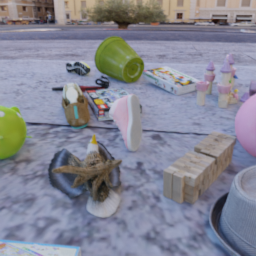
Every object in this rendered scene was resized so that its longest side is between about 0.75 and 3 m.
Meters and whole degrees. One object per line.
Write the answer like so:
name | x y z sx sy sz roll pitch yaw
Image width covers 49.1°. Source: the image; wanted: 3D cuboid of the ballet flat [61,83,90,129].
ballet flat | -1.875 -0.937 9.585 0.962 1.026 2.837 -13 25 -8

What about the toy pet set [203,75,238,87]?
toy pet set | 4.507 -2.443 13.465 1.327 0.705 1.239 -9 25 -19

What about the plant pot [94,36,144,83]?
plant pot | -0.298 -3.244 14.030 2.098 2.098 2.020 -16 40 -32

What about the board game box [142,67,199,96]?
board game box | 1.974 -2.218 12.910 1.496 0.410 2.370 -18 37 -33

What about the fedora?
fedora | 2.590 1.306 4.372 2.475 1.117 2.189 8 25 18

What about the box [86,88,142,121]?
box | -0.596 -0.918 10.291 1.545 0.450 2.257 -8 25 -17

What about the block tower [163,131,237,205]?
block tower | 1.646 0.800 6.147 0.629 0.674 2.331 18 31 35

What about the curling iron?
curling iron | -2.056 -1.854 12.305 2.607 0.646 0.333 -7 17 3

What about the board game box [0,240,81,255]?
board game box | -1.466 2.020 3.832 1.426 0.244 0.958 3 23 6

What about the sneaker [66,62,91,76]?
sneaker | -2.613 -3.361 15.525 0.880 0.762 1.949 -18 29 -41

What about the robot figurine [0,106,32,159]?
robot figurine | -3.534 0.036 7.029 2.271 1.314 1.993 12 10 29

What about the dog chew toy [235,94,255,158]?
dog chew toy | 3.454 -0.100 6.997 1.647 1.647 2.645 6 6 13

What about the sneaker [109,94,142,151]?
sneaker | -0.095 -0.112 7.560 0.790 1.512 0.569 -6 -8 35

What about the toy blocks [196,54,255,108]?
toy blocks | 3.941 -1.935 10.790 2.275 1.915 2.126 10 25 22

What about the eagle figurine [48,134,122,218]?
eagle figurine | -0.772 0.832 5.749 1.443 1.435 1.902 37 -17 -12
